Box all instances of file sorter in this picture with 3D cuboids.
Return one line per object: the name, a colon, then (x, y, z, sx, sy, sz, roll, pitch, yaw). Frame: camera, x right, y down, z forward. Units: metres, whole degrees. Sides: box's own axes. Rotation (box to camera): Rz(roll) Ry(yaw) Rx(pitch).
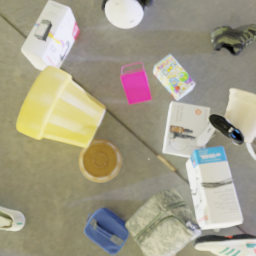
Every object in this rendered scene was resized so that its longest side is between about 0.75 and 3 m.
file sorter: (0.315, -1.772, 11.019, 0.935, 1.346, 0.844, -11, 41, 9)

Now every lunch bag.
lunch bag: (-0.793, 3.691, 10.219, 1.652, 1.093, 1.122, 34, 80, 6)
lunch bag: (1.239, 3.371, 9.567, 2.148, 1.496, 1.801, -49, 62, 20)

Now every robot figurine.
robot figurine: (-0.009, -5.570, 11.853, 1.673, 2.014, 2.681, 16, 78, -23)

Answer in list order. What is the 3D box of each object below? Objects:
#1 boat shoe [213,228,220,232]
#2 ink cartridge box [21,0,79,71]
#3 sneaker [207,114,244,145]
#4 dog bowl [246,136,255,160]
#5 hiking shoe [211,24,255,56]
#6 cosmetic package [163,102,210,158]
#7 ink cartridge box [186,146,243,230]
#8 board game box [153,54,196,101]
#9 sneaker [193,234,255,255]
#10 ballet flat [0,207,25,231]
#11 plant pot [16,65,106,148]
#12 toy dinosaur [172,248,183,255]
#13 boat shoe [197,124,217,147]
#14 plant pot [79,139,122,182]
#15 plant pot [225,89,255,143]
boat shoe: (3.385, 3.402, 10.676, 0.345, 0.389, 1.040, 8, 70, -41)
ink cartridge box: (-3.073, -3.583, 11.370, 1.006, 1.734, 2.350, 23, 81, 8)
sneaker: (3.421, -0.020, 9.665, 1.495, 0.836, 0.546, 41, 95, 13)
dog bowl: (5.886, 0.458, 11.065, 2.522, 0.739, 2.522, 0, 79, 0)
hiking shoe: (4.787, -3.655, 11.918, 2.454, 0.929, 1.236, -1, 87, 9)
cosmetic package: (2.338, 0.103, 11.250, 1.570, 0.538, 2.082, 10, 79, -1)
ink cartridge box: (2.921, 2.177, 9.897, 1.068, 1.849, 2.533, -5, 65, -2)
board game box: (1.868, -2.054, 11.525, 0.822, 0.837, 1.597, -37, 80, -7)
sneaker: (3.610, 4.527, 10.182, 2.379, 0.837, 1.112, -4, 85, 1)
ballet flat: (-5.295, 3.256, 10.406, 2.806, 0.974, 0.974, 11, 79, 2)
plant pot: (-2.321, -0.545, 10.417, 2.535, 2.695, 2.695, 27, 79, -8)
toy dinosaur: (1.727, 4.476, 10.492, 0.672, 0.382, 1.266, -10, 68, 11)
boat shoe: (3.095, 0.285, 10.780, 0.424, 0.401, 1.182, 24, 74, 48)
plant pot: (-1.118, 1.292, 11.155, 1.727, 0.237, 1.727, 0, 78, 1)
plant pot: (4.327, -0.378, 10.484, 1.774, 1.774, 1.624, 24, 96, 5)
